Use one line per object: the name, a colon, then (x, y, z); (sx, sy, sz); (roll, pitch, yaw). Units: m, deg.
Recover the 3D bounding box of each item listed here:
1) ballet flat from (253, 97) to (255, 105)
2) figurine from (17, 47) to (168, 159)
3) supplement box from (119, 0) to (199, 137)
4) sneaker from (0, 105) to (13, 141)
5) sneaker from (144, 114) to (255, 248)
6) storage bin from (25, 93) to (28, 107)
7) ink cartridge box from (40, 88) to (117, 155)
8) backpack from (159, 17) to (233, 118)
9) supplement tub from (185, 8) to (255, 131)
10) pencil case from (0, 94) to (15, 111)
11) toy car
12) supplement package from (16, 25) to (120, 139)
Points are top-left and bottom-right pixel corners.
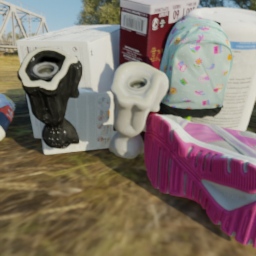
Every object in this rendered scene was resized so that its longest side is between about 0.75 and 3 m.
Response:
ballet flat: (5.389, -1.024, 10.626); (1.559, 0.550, 0.509); (1, 41, 14)
figurine: (-0.531, -0.159, 4.470); (2.005, 1.956, 0.863); (9, 54, -1)
supplement box: (0.610, -1.409, 6.418); (1.578, 2.899, 0.883); (-27, 44, -36)
sneaker: (-3.691, -0.284, 6.424); (2.273, 0.852, 0.961); (11, 49, 9)
sneaker: (1.180, 0.505, 3.888); (1.187, 1.095, 2.691); (-5, 22, -30)
storage bin: (-2.549, -1.320, 10.413); (2.277, 1.068, 1.540); (-10, 18, -30)
ink cartridge box: (-0.880, -0.174, 5.483); (1.626, 1.302, 0.384); (-6, 32, -18)
backpack: (1.043, -0.873, 4.263); (1.236, 1.481, 0.937); (-2, 39, -2)
supplement tub: (1.847, -1.034, 5.799); (1.656, 2.510, 1.656); (2, 32, -1)
pencil case: (-3.634, -0.437, 7.677); (0.856, 0.784, 1.886); (16, 9, -19)
toy car: (0.710, 0.122, 5.482); (0.936, 0.769, 0.738); (-9, 13, -9)
supplement package: (-1.036, -1.206, 6.728); (1.524, 2.140, 2.748); (5, 26, 15)
